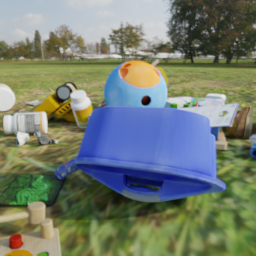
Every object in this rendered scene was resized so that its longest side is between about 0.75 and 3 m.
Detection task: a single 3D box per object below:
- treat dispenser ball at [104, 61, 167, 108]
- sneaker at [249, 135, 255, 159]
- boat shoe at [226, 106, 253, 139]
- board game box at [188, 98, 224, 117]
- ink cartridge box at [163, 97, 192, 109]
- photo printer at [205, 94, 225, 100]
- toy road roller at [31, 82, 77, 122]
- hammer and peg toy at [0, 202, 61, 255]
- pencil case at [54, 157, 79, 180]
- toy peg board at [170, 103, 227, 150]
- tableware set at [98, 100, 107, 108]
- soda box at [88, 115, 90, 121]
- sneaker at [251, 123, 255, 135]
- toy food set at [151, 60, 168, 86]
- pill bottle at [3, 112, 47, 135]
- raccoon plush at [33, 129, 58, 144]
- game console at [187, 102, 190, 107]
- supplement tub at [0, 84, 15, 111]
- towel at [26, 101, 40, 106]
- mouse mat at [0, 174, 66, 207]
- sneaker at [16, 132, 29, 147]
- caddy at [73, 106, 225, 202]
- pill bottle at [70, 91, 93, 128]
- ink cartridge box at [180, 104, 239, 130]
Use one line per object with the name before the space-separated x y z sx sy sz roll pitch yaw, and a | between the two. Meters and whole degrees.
treat dispenser ball | 0.299 -1.444 11.618 2.608 2.608 2.608 0 16 0
sneaker | 3.830 0.553 8.276 0.718 0.517 1.366 -3 17 -9
boat shoe | 4.243 -0.333 10.681 0.854 0.904 2.512 9 18 21
board game box | 2.699 -0.710 9.750 1.136 0.208 0.859 6 41 23
ink cartridge box | 2.486 -0.995 13.366 1.782 0.751 1.301 -7 17 -24
photo printer | 5.362 -1.835 17.079 1.064 0.370 0.886 9 18 30
toy road roller | -2.841 -0.815 12.218 2.303 1.681 1.415 -36 12 9
hammer and peg toy | -1.594 1.741 3.888 1.263 0.605 1.717 -6 15 -17
pencil case | -1.348 0.936 6.591 0.776 0.337 0.303 -30 31 17
toy peg board | 2.224 -0.170 9.809 2.212 1.082 2.203 3 16 13
tableware set | -0.919 -1.455 13.970 1.375 0.276 0.909 -30 30 19
soda box | -0.463 -0.123 10.378 2.013 0.687 0.639 6 17 23
sneaker | 5.662 -0.527 10.705 2.844 1.277 0.954 -11 19 -34
toy food set | 1.164 -2.403 14.465 0.848 2.595 1.527 32 75 37
pill bottle | -3.709 -0.142 10.185 1.416 0.824 0.824 -3 16 -12
raccoon plush | -2.721 0.269 9.213 0.753 0.505 0.364 -1 1 -41
game console | 3.329 -0.667 11.616 0.963 1.455 1.654 -30 -5 27
supplement tub | -6.553 -1.557 14.432 1.259 1.259 1.744 -8 18 -26
towel | -5.120 -1.388 15.877 0.912 0.164 0.948 10 18 32
mouse mat | -2.086 1.342 6.219 1.189 0.056 1.478 3 16 -2
sneaker | -3.518 0.360 9.334 0.400 0.370 0.986 4 15 -18
caddy | 0.375 0.656 5.520 2.968 1.558 2.098 3 -18 24
pill bottle | -1.810 -0.742 11.043 0.772 1.390 0.772 -7 38 5
ink cartridge box | 1.709 -0.108 7.713 2.422 0.525 2.378 -2 16 27
